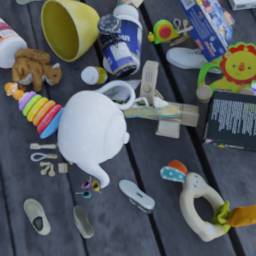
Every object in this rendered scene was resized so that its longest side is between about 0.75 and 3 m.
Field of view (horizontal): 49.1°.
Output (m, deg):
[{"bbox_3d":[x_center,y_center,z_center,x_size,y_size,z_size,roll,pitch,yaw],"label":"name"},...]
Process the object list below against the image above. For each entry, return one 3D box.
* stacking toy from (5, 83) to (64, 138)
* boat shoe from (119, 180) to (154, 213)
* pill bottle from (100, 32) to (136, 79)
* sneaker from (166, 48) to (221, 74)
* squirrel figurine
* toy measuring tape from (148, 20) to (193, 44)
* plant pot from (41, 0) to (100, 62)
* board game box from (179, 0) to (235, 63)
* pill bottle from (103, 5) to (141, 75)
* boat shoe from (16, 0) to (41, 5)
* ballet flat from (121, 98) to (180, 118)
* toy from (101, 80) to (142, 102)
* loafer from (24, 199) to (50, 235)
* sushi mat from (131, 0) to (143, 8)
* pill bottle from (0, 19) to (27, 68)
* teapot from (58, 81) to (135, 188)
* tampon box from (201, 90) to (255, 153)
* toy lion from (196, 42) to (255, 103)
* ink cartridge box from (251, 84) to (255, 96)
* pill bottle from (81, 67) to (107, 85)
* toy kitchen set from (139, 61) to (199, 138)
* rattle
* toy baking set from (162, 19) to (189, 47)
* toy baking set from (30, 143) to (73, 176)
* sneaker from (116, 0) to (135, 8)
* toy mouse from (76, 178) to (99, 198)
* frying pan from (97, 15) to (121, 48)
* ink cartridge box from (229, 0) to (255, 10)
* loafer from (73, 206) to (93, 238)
[{"bbox_3d":[-3.173,-0.729,9.317,2.150,1.180,1.248,38,91,-8],"label":"stacking toy"},{"bbox_3d":[0.216,2.220,8.997,1.381,0.440,0.488,35,40,30],"label":"boat shoe"},{"bbox_3d":[-0.355,-2.389,9.100,0.799,0.799,1.429,-24,85,-8],"label":"pill bottle"},{"bbox_3d":[2.606,-2.686,10.525,2.292,0.812,0.837,10,71,3],"label":"sneaker"},{"bbox_3d":[-3.257,-2.207,10.204,1.593,1.208,1.707,-6,73,-8],"label":"squirrel figurine"},{"bbox_3d":[1.745,-3.922,10.841,2.141,0.788,0.788,-21,72,2],"label":"toy measuring tape"},{"bbox_3d":[-1.933,-3.746,10.413,2.164,2.164,1.536,46,53,14],"label":"plant pot"},{"bbox_3d":[2.934,-3.942,10.124,2.511,0.775,2.510,56,42,-8],"label":"board game box"},{"bbox_3d":[-0.179,-3.293,10.466,1.332,1.332,2.399,3,70,1],"label":"pill bottle"},{"bbox_3d":[-3.985,-5.591,11.680,1.429,0.513,0.483,-13,76,-2],"label":"boat shoe"},{"bbox_3d":[0.694,-0.674,9.012,1.929,0.682,0.682,-1,70,15],"label":"ballet flat"},{"bbox_3d":[-0.292,-1.198,9.758,1.712,0.404,0.986,11,55,48],"label":"toy"},{"bbox_3d":[-2.889,2.779,8.845,0.483,0.436,1.277,-36,75,-12],"label":"loafer"},{"bbox_3d":[0.098,-4.533,9.231,1.047,0.063,0.501,41,78,-29],"label":"sushi mat"},{"bbox_3d":[-5.045,-3.441,10.520,2.305,1.316,1.316,43,76,13],"label":"pill bottle"},{"bbox_3d":[-0.849,0.056,8.697,1.824,2.498,2.465,12,32,16],"label":"teapot"},{"bbox_3d":[3.723,-0.085,8.811,2.448,1.834,1.545,10,84,13],"label":"tampon box"},{"bbox_3d":[3.592,-1.901,9.744,2.207,0.758,2.115,6,87,19],"label":"toy lion"},{"bbox_3d":[4.613,-0.842,10.120,1.701,0.373,1.717,29,76,9],"label":"ink cartridge box"},{"bbox_3d":[-1.221,-1.861,9.982,0.608,1.113,0.608,4,102,18],"label":"pill bottle"},{"bbox_3d":[1.351,-0.903,9.037,2.019,1.822,1.648,10,32,8],"label":"toy kitchen set"},{"bbox_3d":[2.335,1.793,8.344,1.754,1.925,2.694,-12,64,-22],"label":"rattle"},{"bbox_3d":[1.915,-3.881,11.278,1.435,0.167,1.102,-24,73,-8],"label":"toy baking set"},{"bbox_3d":[-2.531,0.999,9.200,1.095,0.166,1.427,-28,110,-6],"label":"toy baking set"},{"bbox_3d":[-0.157,-5.147,11.522,0.699,0.625,1.750,29,69,16],"label":"sneaker"},{"bbox_3d":[-1.305,2.002,9.075,0.807,0.176,0.908,-29,38,0],"label":"toy mouse"},{"bbox_3d":[-0.638,-3.074,8.797,0.776,0.209,1.283,2,67,6],"label":"frying pan"},{"bbox_3d":[4.865,-5.759,11.850,1.297,0.455,1.595,-8,64,-3],"label":"ink cartridge box"},{"bbox_3d":[-1.469,2.975,8.787,0.416,0.376,1.100,0,46,-40],"label":"loafer"}]
